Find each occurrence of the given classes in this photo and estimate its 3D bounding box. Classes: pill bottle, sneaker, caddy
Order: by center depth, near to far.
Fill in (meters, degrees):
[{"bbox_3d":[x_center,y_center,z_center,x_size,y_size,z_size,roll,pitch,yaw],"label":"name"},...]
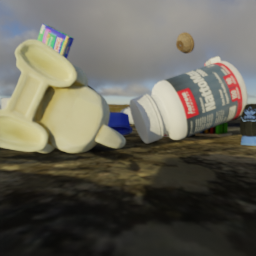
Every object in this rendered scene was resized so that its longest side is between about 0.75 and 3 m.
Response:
[{"bbox_3d":[1.553,-0.615,7.583,2.783,1.664,1.664,-20,8,-10],"label":"pill bottle"},{"bbox_3d":[3.951,-0.139,7.780,0.981,1.089,2.796,3,5,42],"label":"sneaker"},{"bbox_3d":[-0.531,-0.032,9.481,1.361,0.714,0.962,-1,-20,-1],"label":"caddy"},{"bbox_3d":[1.040,-0.705,16.193,2.973,1.117,1.709,3,0,-13],"label":"sneaker"}]

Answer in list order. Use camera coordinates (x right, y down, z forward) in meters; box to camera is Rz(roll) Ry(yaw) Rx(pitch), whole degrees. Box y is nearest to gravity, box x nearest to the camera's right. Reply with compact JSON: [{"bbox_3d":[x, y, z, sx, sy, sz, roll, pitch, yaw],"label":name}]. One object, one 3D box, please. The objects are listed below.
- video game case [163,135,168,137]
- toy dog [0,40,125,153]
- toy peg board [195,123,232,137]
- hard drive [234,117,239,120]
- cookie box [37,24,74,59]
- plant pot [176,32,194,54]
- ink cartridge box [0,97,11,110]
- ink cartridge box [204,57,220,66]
[{"bbox_3d":[1.106,-0.152,9.016,0.885,1.237,0.108,3,47,39],"label":"video game case"},{"bbox_3d":[-1.409,-0.492,6.613,2.868,2.064,2.958,15,1,-7],"label":"toy dog"},{"bbox_3d":[3.018,0.042,9.891,0.947,0.465,0.951,4,5,43],"label":"toy peg board"},{"bbox_3d":[2.449,-0.240,10.262,2.541,0.418,1.773,-9,-3,-11],"label":"hard drive"},{"bbox_3d":[-3.039,-3.457,11.501,1.310,1.120,0.492,29,20,11],"label":"cookie box"},{"bbox_3d":[2.331,-3.542,11.851,0.409,0.886,0.886,-31,20,-29],"label":"plant pot"},{"bbox_3d":[-6.134,-0.904,15.809,0.881,1.574,2.308,3,4,11],"label":"ink cartridge box"},{"bbox_3d":[3.352,-2.363,11.015,0.358,0.634,0.865,-15,-1,0],"label":"ink cartridge box"}]
